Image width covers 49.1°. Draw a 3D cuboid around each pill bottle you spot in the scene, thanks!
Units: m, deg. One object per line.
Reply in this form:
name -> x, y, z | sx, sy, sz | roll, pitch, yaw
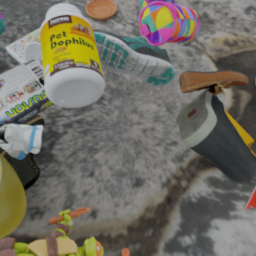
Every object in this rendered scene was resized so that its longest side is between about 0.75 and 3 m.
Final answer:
pill bottle -> -1.302, -1.670, 6.271 | 1.238, 1.238, 2.266 | -11, 63, -7
pill bottle -> -2.735, -2.157, 8.348 | 0.628, 1.149, 0.628 | -2, 96, -14

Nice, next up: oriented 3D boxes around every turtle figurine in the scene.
turtle figurine -> -1.375, 2.000, 4.530 | 2.282, 2.830, 0.911 | 7, 95, -20

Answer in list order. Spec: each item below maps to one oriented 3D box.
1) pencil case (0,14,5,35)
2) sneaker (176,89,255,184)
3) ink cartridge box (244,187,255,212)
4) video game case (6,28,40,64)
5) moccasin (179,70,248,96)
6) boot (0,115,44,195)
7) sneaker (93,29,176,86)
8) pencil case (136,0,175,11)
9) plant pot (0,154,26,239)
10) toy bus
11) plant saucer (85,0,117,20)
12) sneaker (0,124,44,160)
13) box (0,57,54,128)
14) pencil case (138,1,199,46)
pencil case -> -3.504, -1.972, 5.758 | 0.981, 0.903, 2.122 | -20, 29, 30
sneaker -> 1.719, 0.106, 5.587 | 1.334, 0.939, 2.512 | 44, 26, -7
ink cartridge box -> 3.115, 0.543, 5.263 | 0.848, 2.973, 2.416 | 26, 94, 24
video game case -> -2.905, -2.937, 10.730 | 2.661, 0.305, 2.422 | 40, 66, 22
moccasin -> 1.598, -0.806, 5.199 | 1.288, 0.471, 0.497 | -2, 82, -12
boot -> -2.848, 0.775, 8.233 | 1.428, 0.800, 2.065 | 34, 77, 14
sneaker -> 0.077, -2.075, 7.708 | 2.609, 1.012, 1.190 | 20, 48, -22
pencil case -> 0.684, -4.777, 9.401 | 1.185, 1.185, 2.681 | -16, 61, -10
plant pot -> -3.508, 1.801, 6.761 | 2.444, 1.735, 2.444 | -10, 57, 16
toy bus -> 2.930, 0.229, 8.401 | 0.747, 0.898, 2.294 | -27, 62, -16
plant saucer -> -1.160, -5.102, 12.118 | 1.354, 0.253, 1.354 | 0, 57, 0
sneaker -> -2.565, 0.236, 6.239 | 0.875, 2.018, 0.757 | 14, 70, -30
box -> -2.829, -0.689, 6.736 | 2.267, 0.394, 1.248 | -36, 78, -25
pencil case -> 1.046, -2.451, 6.747 | 0.990, 0.990, 2.239 | 30, 25, 17
